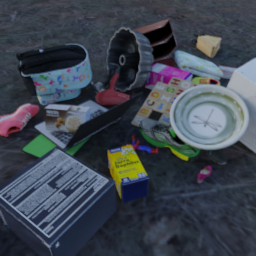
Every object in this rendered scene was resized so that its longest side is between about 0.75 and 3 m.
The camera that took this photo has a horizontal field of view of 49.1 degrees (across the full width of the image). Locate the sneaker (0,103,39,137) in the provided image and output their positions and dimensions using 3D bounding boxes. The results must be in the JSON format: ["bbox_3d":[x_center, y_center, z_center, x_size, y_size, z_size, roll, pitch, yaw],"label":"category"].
[{"bbox_3d":[-4.154,-0.250,10.765,0.817,0.694,1.884,40,56,23],"label":"sneaker"}]

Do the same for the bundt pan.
[{"bbox_3d":[0.157,-3.008,12.558,1.046,2.786,2.786,-6,36,-33],"label":"bundt pan"}]

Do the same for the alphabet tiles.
[{"bbox_3d":[1.805,-0.852,11.057,2.364,0.107,2.829,21,63,24],"label":"alphabet tiles"}]

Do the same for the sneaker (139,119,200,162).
[{"bbox_3d":[1.415,0.171,9.677,2.410,1.027,0.940,25,56,31],"label":"sneaker"}]

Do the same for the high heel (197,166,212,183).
[{"bbox_3d":[2.423,1.358,8.804,0.277,0.395,0.823,31,48,33],"label":"high heel"}]

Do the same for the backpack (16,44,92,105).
[{"bbox_3d":[-3.010,-2.434,12.112,2.854,2.148,2.533,-20,42,-8],"label":"backpack"}]

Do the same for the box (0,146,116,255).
[{"bbox_3d":[-1.828,1.966,7.240,2.214,1.376,2.232,25,45,28],"label":"box"}]

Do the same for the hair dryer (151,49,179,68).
[{"bbox_3d":[1.390,-3.274,14.600,2.197,0.784,2.885,-3,31,27],"label":"hair dryer"}]

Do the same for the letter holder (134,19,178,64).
[{"bbox_3d":[0.675,-4.003,13.854,2.879,1.448,2.046,-7,31,31],"label":"letter holder"}]

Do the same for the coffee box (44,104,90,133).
[{"bbox_3d":[-2.174,-0.343,10.121,1.529,0.874,0.610,6,23,5],"label":"coffee box"}]

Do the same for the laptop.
[{"bbox_3d":[-1.509,-0.603,10.113,2.992,1.734,2.802,30,45,33],"label":"laptop"}]

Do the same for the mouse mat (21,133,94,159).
[{"bbox_3d":[-2.442,0.446,10.173,1.836,0.086,2.282,18,39,21],"label":"mouse mat"}]

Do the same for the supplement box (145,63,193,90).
[{"bbox_3d":[1.817,-2.154,12.757,1.900,0.961,0.982,24,44,27],"label":"supplement box"}]

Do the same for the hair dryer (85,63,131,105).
[{"bbox_3d":[-0.732,-1.774,11.999,1.790,0.639,2.350,-43,63,2],"label":"hair dryer"}]

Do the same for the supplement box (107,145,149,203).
[{"bbox_3d":[-0.032,1.347,8.474,0.813,0.818,1.493,-12,40,-15],"label":"supplement box"}]

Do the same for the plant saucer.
[{"bbox_3d":[2.495,-0.280,8.780,2.343,0.588,2.343,-5,60,8],"label":"plant saucer"}]

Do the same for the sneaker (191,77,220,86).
[{"bbox_3d":[3.587,-2.121,12.897,1.319,0.596,0.515,8,83,11],"label":"sneaker"}]

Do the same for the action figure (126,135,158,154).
[{"bbox_3d":[0.468,0.558,9.694,1.121,0.555,0.366,2,13,7],"label":"action figure"}]

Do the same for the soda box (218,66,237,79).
[{"bbox_3d":[5.067,-2.688,13.844,1.316,0.450,0.418,14,41,17],"label":"soda box"}]

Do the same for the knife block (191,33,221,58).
[{"bbox_3d":[4.445,-4.990,16.576,1.824,0.665,2.078,17,42,21],"label":"knife block"}]

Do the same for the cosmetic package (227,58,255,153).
[{"bbox_3d":[4.373,-0.641,9.308,1.394,2.268,2.260,-30,59,-31],"label":"cosmetic package"}]

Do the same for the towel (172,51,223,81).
[{"bbox_3d":[3.343,-3.062,13.666,2.213,0.533,1.894,13,28,-12],"label":"towel"}]

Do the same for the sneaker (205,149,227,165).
[{"bbox_3d":[2.826,0.496,9.370,0.592,0.622,1.570,-4,54,-41],"label":"sneaker"}]
